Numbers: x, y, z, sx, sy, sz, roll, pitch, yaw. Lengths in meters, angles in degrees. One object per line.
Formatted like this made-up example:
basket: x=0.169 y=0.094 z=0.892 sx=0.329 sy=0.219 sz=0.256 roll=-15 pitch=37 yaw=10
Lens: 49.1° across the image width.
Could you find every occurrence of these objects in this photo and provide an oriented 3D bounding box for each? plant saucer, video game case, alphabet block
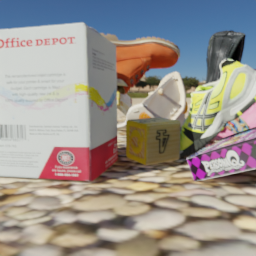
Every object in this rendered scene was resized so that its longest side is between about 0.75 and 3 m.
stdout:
plant saucer: x=3.357 y=-0.589 z=8.430 sx=2.401 sy=2.401 sz=0.609 roll=7 pitch=-17 yaw=46
video game case: x=2.696 y=0.183 z=5.071 sx=2.481 sy=0.490 sz=2.738 roll=-20 pitch=-5 yaw=32
alphabet block: x=0.538 y=0.255 z=6.189 sx=0.903 sy=0.887 sz=0.882 roll=-5 pitch=8 yaw=-29

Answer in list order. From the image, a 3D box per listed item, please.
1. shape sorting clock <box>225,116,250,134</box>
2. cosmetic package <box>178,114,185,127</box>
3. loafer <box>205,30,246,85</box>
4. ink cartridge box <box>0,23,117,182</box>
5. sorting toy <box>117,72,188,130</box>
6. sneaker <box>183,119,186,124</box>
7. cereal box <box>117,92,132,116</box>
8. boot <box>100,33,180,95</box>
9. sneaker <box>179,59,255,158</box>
shape sorting clock: x=2.806 y=-0.109 z=7.460 sx=0.201 sy=1.024 sz=1.024 roll=-44 pitch=14 yaw=-5
cosmetic package: x=1.923 y=-0.707 z=14.032 sx=0.684 sy=1.116 sz=2.703 roll=-5 pitch=7 yaw=-17
loafer: x=2.774 y=-1.306 z=8.079 sx=0.969 sy=2.854 sz=1.002 roll=-13 pitch=22 yaw=-40
ink cartridge box: x=-1.284 y=-0.477 z=5.377 sx=1.841 sy=2.534 sz=1.833 roll=2 pitch=7 yaw=13
sorting toy: x=0.728 y=-0.633 z=11.260 sx=2.647 sy=1.571 sz=2.940 roll=-17 pitch=19 yaw=44
sneaker: x=2.041 y=-0.055 z=8.935 sx=0.418 sy=0.759 sz=1.037 roll=-10 pitch=-1 yaw=-13
cereal box: x=-0.162 y=-0.908 z=10.100 sx=0.204 sy=0.743 sz=1.033 roll=-10 pitch=-28 yaw=25
boot: x=0.158 y=-1.528 z=7.222 sx=2.707 sy=1.452 sz=1.016 roll=-4 pitch=-14 yaw=-18
sneaker: x=1.677 y=-0.349 z=5.985 sx=0.990 sy=2.592 sz=0.977 roll=43 pitch=36 yaw=6
